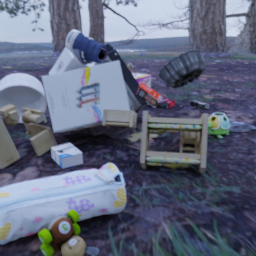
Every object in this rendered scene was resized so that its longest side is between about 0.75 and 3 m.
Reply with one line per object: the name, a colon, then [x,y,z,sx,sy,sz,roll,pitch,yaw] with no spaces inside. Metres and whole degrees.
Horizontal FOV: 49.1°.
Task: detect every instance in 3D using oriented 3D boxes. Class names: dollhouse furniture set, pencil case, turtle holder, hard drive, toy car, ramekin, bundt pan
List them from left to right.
dollhouse furniture set: [-3.508,0.154,8.368,1.456,1.700,1.788,11,36,41]
ramekin: [-4.166,-1.181,10.888,1.926,1.926,0.939,-5,48,-15]
pencil case: [-1.271,1.371,5.318,2.475,1.029,1.123,-9,-10,-22]
toy car: [-0.922,1.906,4.589,0.847,0.668,0.696,28,40,33]
hard drive: [-0.361,-1.788,11.190,0.513,2.709,1.893,-32,-2,-21]
dollhouse furniture set: [0.823,0.441,8.344,2.734,1.520,2.418,3,-5,10]
bundt pan: [2.192,-2.193,10.971,1.927,0.723,1.927,-23,-15,-7]
turtle holder: [3.109,-0.118,10.031,1.081,0.768,0.821,-4,20,-13]

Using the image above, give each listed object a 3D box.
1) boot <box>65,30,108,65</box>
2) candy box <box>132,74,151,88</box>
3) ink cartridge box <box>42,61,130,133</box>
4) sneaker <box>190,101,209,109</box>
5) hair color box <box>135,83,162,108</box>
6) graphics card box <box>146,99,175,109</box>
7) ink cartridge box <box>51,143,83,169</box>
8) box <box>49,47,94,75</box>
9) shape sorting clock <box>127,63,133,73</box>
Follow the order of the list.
boot: [-1.286,-2.600,10.018,1.174,0.946,2.600,28,6,5]
candy box: [-0.251,-3.006,18.066,2.919,0.890,1.991,12,22,29]
ink cartridge box: [-1.270,-0.947,9.331,2.483,1.796,1.804,-12,-1,-3]
sneaker: [3.484,-1.122,13.653,0.906,0.343,0.524,16,18,13]
hair color box: [0.693,-1.112,9.560,0.878,0.446,0.269,35,54,4]
graphics card box: [1.603,-1.237,13.910,1.251,0.318,0.785,10,22,29]
ink cartridge box: [-1.774,0.789,8.053,0.624,0.363,0.863,-13,23,-32]
box: [-2.240,-2.369,12.511,1.956,1.489,1.040,22,26,-44]
shape sorting clock: [0.035,-2.228,11.389,0.155,0.789,0.789,14,23,19]
